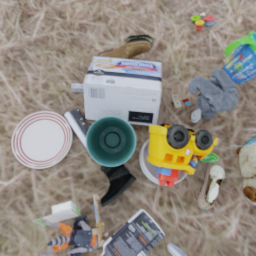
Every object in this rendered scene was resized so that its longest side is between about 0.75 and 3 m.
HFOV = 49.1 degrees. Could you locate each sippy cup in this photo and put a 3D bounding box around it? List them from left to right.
[{"bbox_3d":[4.902,-2.711,11.499,2.248,1.648,1.765,45,38,-7],"label":"sippy cup"}]

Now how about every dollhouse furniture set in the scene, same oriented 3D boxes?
[{"bbox_3d":[2.139,-1.109,11.311,0.786,0.554,0.550,-17,85,-5],"label":"dollhouse furniture set"}]

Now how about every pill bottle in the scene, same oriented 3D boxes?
[{"bbox_3d":[0.010,3.959,9.443,2.308,1.226,1.226,-39,75,-13],"label":"pill bottle"}]

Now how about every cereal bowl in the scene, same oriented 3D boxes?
[{"bbox_3d":[1.283,1.270,10.536,1.933,0.805,1.933,8,63,-16],"label":"cereal bowl"}]

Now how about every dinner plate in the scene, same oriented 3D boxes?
[{"bbox_3d":[-3.431,0.475,11.233,2.401,0.291,2.401,0,70,-1],"label":"dinner plate"}]

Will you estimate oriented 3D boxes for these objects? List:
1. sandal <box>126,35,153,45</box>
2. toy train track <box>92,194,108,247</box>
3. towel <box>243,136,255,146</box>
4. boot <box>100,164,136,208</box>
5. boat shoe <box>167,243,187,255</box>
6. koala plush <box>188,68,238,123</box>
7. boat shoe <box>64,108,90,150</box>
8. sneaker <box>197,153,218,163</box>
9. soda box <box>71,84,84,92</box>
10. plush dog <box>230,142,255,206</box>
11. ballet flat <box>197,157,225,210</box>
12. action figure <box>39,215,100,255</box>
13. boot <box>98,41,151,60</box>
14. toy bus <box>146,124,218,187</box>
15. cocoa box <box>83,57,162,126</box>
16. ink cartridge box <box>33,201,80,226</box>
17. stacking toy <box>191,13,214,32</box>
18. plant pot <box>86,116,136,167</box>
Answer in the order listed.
[{"bbox_3d":[0.554,-3.985,12.831,1.272,0.363,0.505,10,69,20],"label":"sandal"},{"bbox_3d":[-0.962,3.198,9.795,0.284,1.002,1.747,-14,72,14],"label":"toy train track"},{"bbox_3d":[5.633,1.004,11.092,1.304,0.193,1.778,-35,74,-11],"label":"towel"},{"bbox_3d":[-0.674,1.983,10.476,1.720,0.647,1.286,-40,80,-22],"label":"boot"},{"bbox_3d":[1.853,4.725,9.554,1.624,0.600,0.692,41,93,8],"label":"boat shoe"},{"bbox_3d":[3.190,-0.968,10.846,1.659,1.871,1.719,-24,64,-23],"label":"koala plush"},{"bbox_3d":[-1.620,0.178,11.111,0.791,0.835,2.389,-34,66,-9],"label":"boat shoe"},{"bbox_3d":[2.873,1.160,10.620,1.066,0.446,0.395,6,110,28],"label":"sneaker"},{"bbox_3d":[-2.012,-1.716,11.991,0.830,0.263,0.283,0,56,-1],"label":"soda box"},{"bbox_3d":[4.720,1.734,10.077,2.518,2.020,2.163,10,77,-31],"label":"plush dog"},{"bbox_3d":[3.223,2.027,10.417,0.729,0.720,2.142,23,71,-2],"label":"ballet flat"},{"bbox_3d":[-1.878,4.020,9.424,2.003,1.083,2.071,10,74,-27],"label":"action figure"},{"bbox_3d":[-0.113,-3.020,12.060,2.408,0.886,0.908,-15,69,16],"label":"boot"},{"bbox_3d":[1.789,0.989,9.852,2.254,1.530,2.164,9,88,-15],"label":"toy bus"},{"bbox_3d":[-0.154,-1.425,10.824,2.784,1.857,1.827,6,45,2],"label":"cocoa box"},{"bbox_3d":[-2.500,3.039,9.875,1.402,1.020,0.336,-15,59,1],"label":"ink cartridge box"},{"bbox_3d":[3.495,-4.997,13.262,1.013,0.428,0.917,-22,46,-11],"label":"stacking toy"},{"bbox_3d":[-0.584,0.449,10.029,1.695,1.360,1.695,0,90,-1],"label":"plant pot"}]
